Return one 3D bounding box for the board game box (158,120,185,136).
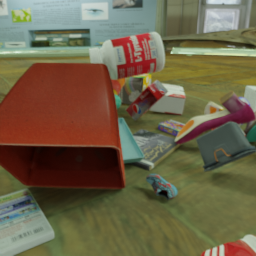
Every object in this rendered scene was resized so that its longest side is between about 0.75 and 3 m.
[{"bbox_3d":[1.827,0.011,10.931,0.740,0.246,1.100,-17,27,-38],"label":"board game box"}]

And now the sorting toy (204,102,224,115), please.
[{"bbox_3d":[3.019,-0.360,10.332,0.616,1.038,1.153,28,17,13],"label":"sorting toy"}]

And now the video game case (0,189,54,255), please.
[{"bbox_3d":[-2.771,2.035,5.666,2.011,0.222,1.830,-14,25,-31],"label":"video game case"}]

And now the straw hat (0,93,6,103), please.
[{"bbox_3d":[-3.690,0.134,9.084,2.762,2.762,1.169,8,60,20],"label":"straw hat"}]

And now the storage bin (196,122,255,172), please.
[{"bbox_3d":[2.487,0.480,7.436,1.378,0.925,1.003,-33,-23,31],"label":"storage bin"}]

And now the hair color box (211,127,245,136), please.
[{"bbox_3d":[3.605,0.138,10.212,0.843,0.509,1.661,4,22,4],"label":"hair color box"}]

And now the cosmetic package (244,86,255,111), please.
[{"bbox_3d":[5.923,-0.995,12.036,1.319,1.320,1.600,-1,21,-3],"label":"cosmetic package"}]

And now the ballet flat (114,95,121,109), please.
[{"bbox_3d":[-1.501,-0.784,11.059,2.476,0.834,0.872,-18,-10,21],"label":"ballet flat"}]

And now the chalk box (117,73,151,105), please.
[{"bbox_3d":[-0.151,-2.135,14.769,2.417,1.504,1.496,9,22,19],"label":"chalk box"}]

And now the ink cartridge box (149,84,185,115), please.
[{"bbox_3d":[1.886,-1.448,13.639,1.563,0.882,2.129,9,22,4],"label":"ink cartridge box"}]

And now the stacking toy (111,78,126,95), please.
[{"bbox_3d":[-0.970,-1.661,12.866,1.537,1.537,2.103,3,56,8],"label":"stacking toy"}]

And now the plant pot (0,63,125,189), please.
[{"bbox_3d":[-1.368,-0.073,6.621,2.627,2.630,2.317,1,61,3],"label":"plant pot"}]

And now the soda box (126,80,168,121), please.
[{"bbox_3d":[0.701,-1.065,11.290,0.726,0.657,2.073,-39,-2,-33],"label":"soda box"}]

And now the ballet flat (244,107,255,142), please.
[{"bbox_3d":[5.162,-0.629,9.870,2.979,1.014,1.002,-36,35,9],"label":"ballet flat"}]

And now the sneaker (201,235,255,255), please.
[{"bbox_3d":[1.754,2.494,3.872,1.341,0.910,2.322,-12,10,-7],"label":"sneaker"}]

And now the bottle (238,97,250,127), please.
[{"bbox_3d":[3.903,-0.513,10.078,0.819,0.640,1.962,-40,0,34],"label":"bottle"}]

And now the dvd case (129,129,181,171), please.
[{"bbox_3d":[0.556,0.633,9.306,1.681,0.181,2.261,17,27,31],"label":"dvd case"}]

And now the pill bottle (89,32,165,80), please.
[{"bbox_3d":[-0.085,-2.852,11.394,2.849,1.599,1.599,-12,22,-6],"label":"pill bottle"}]

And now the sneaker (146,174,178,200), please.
[{"bbox_3d":[0.744,1.413,6.721,0.855,0.339,0.409,26,40,28],"label":"sneaker"}]

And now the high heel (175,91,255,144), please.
[{"bbox_3d":[2.743,0.002,9.031,1.211,2.524,0.850,43,21,-12],"label":"high heel"}]

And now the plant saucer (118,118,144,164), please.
[{"bbox_3d":[-0.267,0.362,8.839,0.854,0.232,2.442,-7,32,-14],"label":"plant saucer"}]
